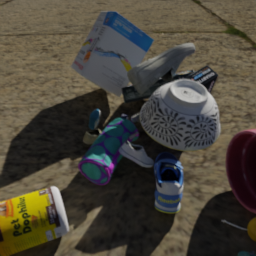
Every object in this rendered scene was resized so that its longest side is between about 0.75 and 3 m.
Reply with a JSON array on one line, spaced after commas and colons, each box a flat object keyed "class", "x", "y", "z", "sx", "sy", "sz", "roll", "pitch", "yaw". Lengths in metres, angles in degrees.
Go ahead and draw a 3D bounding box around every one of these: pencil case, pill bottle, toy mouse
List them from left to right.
[{"class": "pill bottle", "x": -2.533, "y": 2.188, "z": 6.352, "sx": 2.150, "sy": 1.175, "sz": 1.175, "roll": -15, "pitch": 39, "yaw": -19}, {"class": "pencil case", "x": -0.514, "y": 0.632, "z": 8.595, "sx": 1.101, "sy": 1.014, "sz": 2.383, "roll": -2, "pitch": 33, "yaw": 29}, {"class": "toy mouse", "x": 3.208, "y": 2.760, "z": 5.835, "sx": 2.353, "sy": 0.455, "sz": 2.091, "roll": -4, "pitch": 37, "yaw": 19}]

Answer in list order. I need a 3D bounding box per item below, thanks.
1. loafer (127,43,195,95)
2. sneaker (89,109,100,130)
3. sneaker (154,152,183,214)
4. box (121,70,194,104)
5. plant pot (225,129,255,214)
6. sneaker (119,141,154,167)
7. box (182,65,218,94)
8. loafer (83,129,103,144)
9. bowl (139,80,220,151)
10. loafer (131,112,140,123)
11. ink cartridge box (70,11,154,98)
[{"class": "loafer", "x": 1.220, "y": -2.009, "z": 9.341, "sx": 2.732, "sy": 0.953, "sz": 0.955, "roll": -31, "pitch": 8, "yaw": -19}, {"class": "sneaker", "x": -1.163, "y": -0.342, "z": 9.853, "sx": 0.323, "sy": 0.843, "sz": 0.341, "roll": 28, "pitch": 38, "yaw": 5}, {"class": "sneaker", "x": 1.145, "y": 1.255, "z": 7.762, "sx": 0.854, "sy": 0.950, "sz": 2.311, "roll": 1, "pitch": 28, "yaw": 3}, {"class": "box", "x": 1.270, "y": -1.625, "z": 10.760, "sx": 2.675, "sy": 0.615, "sz": 2.126, "roll": -11, "pitch": 11, "yaw": 14}, {"class": "plant pot", "x": 3.918, "y": 1.021, "z": 7.199, "sx": 1.895, "sy": 2.118, "sz": 2.118, "roll": -5, "pitch": 37, "yaw": -13}, {"class": "sneaker", "x": 0.340, "y": 0.790, "z": 8.312, "sx": 1.273, "sy": 0.451, "sz": 0.465, "roll": 27, "pitch": 23, "yaw": -31}, {"class": "box", "x": 1.728, "y": -0.696, "z": 8.987, "sx": 1.865, "sy": 2.347, "sz": 0.540, "roll": -31, "pitch": 66, "yaw": -17}, {"class": "loafer", "x": -0.977, "y": 0.236, "z": 9.561, "sx": 1.195, "sy": 0.408, "sz": 0.452, "roll": -17, "pitch": 39, "yaw": -38}, {"class": "bowl", "x": 1.325, "y": -0.507, "z": 6.636, "sx": 2.028, "sy": 0.952, "sz": 2.028, "roll": 3, "pitch": 45, "yaw": -3}, {"class": "loafer", "x": 0.606, "y": -0.342, "z": 9.803, "sx": 0.519, "sy": 0.518, "sz": 1.484, "roll": -16, "pitch": 2, "yaw": 37}, {"class": "ink cartridge box", "x": -0.730, "y": -3.001, "z": 11.417, "sx": 1.939, "sy": 2.680, "sz": 1.973, "roll": 26, "pitch": 9, "yaw": -30}]
